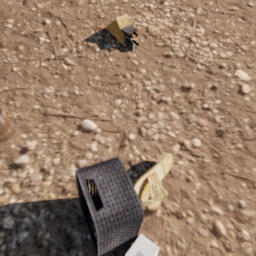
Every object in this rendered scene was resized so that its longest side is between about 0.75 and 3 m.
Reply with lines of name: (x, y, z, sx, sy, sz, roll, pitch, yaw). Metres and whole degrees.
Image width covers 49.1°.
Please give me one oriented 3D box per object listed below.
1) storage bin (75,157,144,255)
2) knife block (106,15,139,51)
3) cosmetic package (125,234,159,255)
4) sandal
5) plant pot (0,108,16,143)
storage bin: (-0.568, 2.238, 7.713, 1.230, 2.624, 1.774, -17, 56, -17)
knife block: (-0.197, -4.632, 14.046, 0.631, 1.732, 1.973, -28, 14, -20)
cosmetic package: (0.268, 3.663, 7.693, 0.656, 1.068, 1.064, 32, 60, 22)
sandal: (0.945, 1.836, 8.960, 0.853, 0.951, 2.594, 12, 48, 39)
plant pot: (-4.933, -0.178, 10.434, 1.134, 1.123, 1.134, 0, 55, -1)
